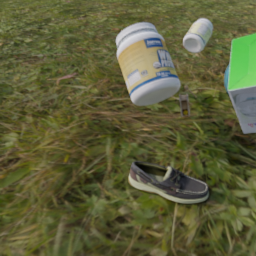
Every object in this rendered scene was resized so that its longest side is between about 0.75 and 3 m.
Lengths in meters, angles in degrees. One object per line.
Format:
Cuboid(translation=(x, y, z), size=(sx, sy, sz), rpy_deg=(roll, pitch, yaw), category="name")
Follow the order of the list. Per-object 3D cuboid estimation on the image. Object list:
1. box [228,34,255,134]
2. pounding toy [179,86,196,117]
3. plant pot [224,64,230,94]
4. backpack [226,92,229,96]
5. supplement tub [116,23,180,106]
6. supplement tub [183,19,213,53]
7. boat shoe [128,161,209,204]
Cuboid(translation=(4.220, -1.461, 9.352), size=(1.219, 2.225, 2.522), rpy_deg=(-8, 47, 33), category="box")
Cuboid(translation=(2.249, -0.984, 10.497), size=(0.650, 1.133, 0.648), rpy_deg=(-5, 20, 13), category="pounding toy")
Cuboid(translation=(5.769, -2.046, 12.295), size=(2.555, 2.555, 2.400), rpy_deg=(4, 17, 6), category="plant pot")
Cuboid(translation=(5.905, -2.138, 13.283), size=(2.094, 1.543, 2.293), rpy_deg=(4, 12, 5), category="backpack")
Cuboid(translation=(0.644, -2.228, 10.006), size=(1.797, 1.797, 2.485), rpy_deg=(-14, 78, -19), category="supplement tub")
Cuboid(translation=(2.535, -3.326, 10.097), size=(0.778, 0.778, 1.073), rpy_deg=(20, 63, 26), category="supplement tub")
Cuboid(translation=(1.287, 1.693, 9.052), size=(2.653, 0.872, 0.948), rpy_deg=(11, 37, 15), category="boat shoe")
